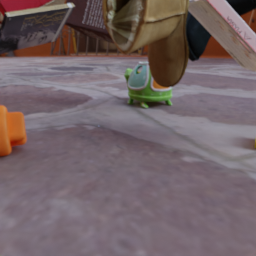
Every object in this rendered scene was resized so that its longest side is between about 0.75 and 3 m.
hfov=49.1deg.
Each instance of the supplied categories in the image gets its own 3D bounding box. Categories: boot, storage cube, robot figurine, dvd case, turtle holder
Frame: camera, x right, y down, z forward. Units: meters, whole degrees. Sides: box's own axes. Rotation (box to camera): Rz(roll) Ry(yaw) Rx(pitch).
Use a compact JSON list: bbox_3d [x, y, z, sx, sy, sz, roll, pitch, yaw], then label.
[{"bbox_3d":[2.676,-3.179,7.960,2.093,0.945,2.554,-14,44,36],"label":"boot"},{"bbox_3d":[0.383,-1.537,4.710,0.851,2.253,2.572,6,23,21],"label":"boot"},{"bbox_3d":[-2.576,-3.512,6.690,1.598,1.681,1.870,-34,20,-12],"label":"storage cube"},{"bbox_3d":[-3.131,0.094,5.793,1.894,1.104,1.362,-6,22,-19],"label":"robot figurine"},{"bbox_3d":[-1.471,-1.555,4.409,1.191,0.095,0.886,-34,-2,-42],"label":"dvd case"},{"bbox_3d":[0.790,-1.752,10.877,1.691,1.580,2.226,-3,18,-7],"label":"turtle holder"}]

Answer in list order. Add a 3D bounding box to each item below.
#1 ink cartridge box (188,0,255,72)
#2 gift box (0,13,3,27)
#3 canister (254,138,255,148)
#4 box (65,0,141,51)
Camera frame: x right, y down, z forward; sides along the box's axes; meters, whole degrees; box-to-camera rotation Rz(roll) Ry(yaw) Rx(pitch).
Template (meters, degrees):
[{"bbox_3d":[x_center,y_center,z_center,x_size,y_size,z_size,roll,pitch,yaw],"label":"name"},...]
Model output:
[{"bbox_3d":[2.172,-1.951,5.674,2.147,0.480,1.892,39,14,-15],"label":"ink cartridge box"},{"bbox_3d":[-3.974,-4.164,9.012,2.271,2.121,2.096,5,14,-3],"label":"gift box"},{"bbox_3d":[3.531,0.242,6.336,1.161,0.502,0.862,10,20,24],"label":"canister"},{"bbox_3d":[-0.579,-3.889,9.238,2.273,1.886,1.867,20,10,17],"label":"box"}]
